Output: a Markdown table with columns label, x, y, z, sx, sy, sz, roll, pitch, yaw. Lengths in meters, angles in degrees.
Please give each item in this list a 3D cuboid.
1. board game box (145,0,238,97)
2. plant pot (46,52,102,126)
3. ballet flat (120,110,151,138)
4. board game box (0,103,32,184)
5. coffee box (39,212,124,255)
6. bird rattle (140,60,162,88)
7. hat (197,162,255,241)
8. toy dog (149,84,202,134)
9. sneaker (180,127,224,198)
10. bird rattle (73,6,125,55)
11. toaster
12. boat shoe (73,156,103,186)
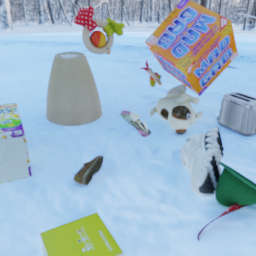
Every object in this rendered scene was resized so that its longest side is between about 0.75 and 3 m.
| label | x | y | z | sx | sy | sz | roll | pitch | yaw |
| --- | --- | --- | --- | --- | --- | --- | --- | --- | --- |
| board game box | 2.606 | -3.203 | 11.339 | 2.342 | 2.340 | 2.340 | 45 | 5 | 32 |
| plant pot | -2.390 | -1.793 | 12.006 | 2.495 | 2.664 | 2.495 | 1 | 28 | 0 |
| ballet flat | 0.196 | -0.118 | 5.889 | 0.286 | 0.803 | 0.278 | -28 | 24 | 40 |
| board game box | -4.007 | 0.373 | 8.764 | 1.432 | 1.458 | 2.781 | -10 | 27 | -23 |
| coffee box | -0.792 | 2.355 | 4.827 | 1.111 | 1.099 | 1.109 | -13 | 27 | -26 |
| bird rattle | 1.088 | -2.315 | 12.118 | 0.690 | 1.225 | 0.998 | -34 | 40 | 1 |
| hat | 2.440 | 1.910 | 6.980 | 1.863 | 1.640 | 1.543 | 29 | 7 | -25 |
| toy dog | 1.964 | -0.691 | 11.226 | 2.029 | 1.460 | 2.093 | -8 | 27 | -6 |
| sneaker | 2.078 | 0.991 | 8.161 | 1.202 | 1.114 | 2.966 | -9 | 20 | 25 |
| bird rattle | -1.265 | -4.038 | 11.790 | 2.212 | 1.803 | 1.246 | 2 | 7 | -40 |
| toaster | 4.450 | -0.614 | 11.156 | 1.145 | 1.301 | 2.014 | -12 | 27 | -26 |
| boat shoe | -1.149 | 1.166 | 8.235 | 0.440 | 0.466 | 1.295 | 10 | 26 | 18 |
